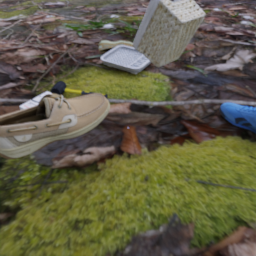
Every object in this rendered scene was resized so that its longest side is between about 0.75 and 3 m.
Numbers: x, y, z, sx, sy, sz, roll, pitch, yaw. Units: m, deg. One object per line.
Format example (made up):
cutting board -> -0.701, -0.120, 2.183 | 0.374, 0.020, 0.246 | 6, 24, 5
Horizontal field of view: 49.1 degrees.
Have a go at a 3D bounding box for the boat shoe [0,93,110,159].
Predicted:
boat shoe -> -1.672, -0.275, 6.505 | 2.856, 0.921, 1.018 | -28, 43, -28

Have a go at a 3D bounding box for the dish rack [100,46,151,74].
dish rack -> 0.010, -3.396, 14.045 | 2.331, 0.508, 2.001 | 22, 46, 24

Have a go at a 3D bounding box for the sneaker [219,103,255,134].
sneaker -> 4.541, -0.398, 9.818 | 0.955, 1.135, 2.896 | -25, 43, -26

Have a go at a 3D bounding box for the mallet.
mallet -> -2.033, -1.562, 11.903 | 2.376, 0.489, 0.782 | 6, 34, -1

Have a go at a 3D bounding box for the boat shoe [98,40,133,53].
boat shoe -> -0.634, -4.262, 15.200 | 1.954, 0.700, 0.744 | 0, 65, 0

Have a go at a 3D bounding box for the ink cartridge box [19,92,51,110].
ink cartridge box -> -3.232, -0.725, 10.646 | 0.990, 0.576, 1.367 | 25, 44, 28

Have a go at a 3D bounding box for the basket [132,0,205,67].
basket -> 1.144, -2.810, 8.029 | 1.249, 1.843, 1.137 | -30, 72, -34
